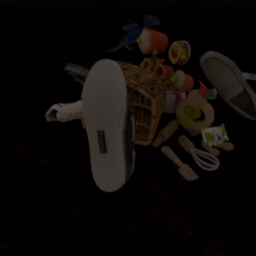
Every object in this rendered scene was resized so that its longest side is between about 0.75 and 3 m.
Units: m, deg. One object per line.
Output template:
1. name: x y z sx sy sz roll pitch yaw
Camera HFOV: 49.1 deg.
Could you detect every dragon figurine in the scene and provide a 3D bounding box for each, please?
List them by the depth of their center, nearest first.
1. dragon figurine: 0.130 -3.074 9.118 1.889 0.939 0.556 -13 29 2

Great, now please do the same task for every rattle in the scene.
1. rattle: 2.083 -0.796 7.844 1.230 1.722 1.121 -32 53 -33

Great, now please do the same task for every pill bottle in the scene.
1. pill bottle: 1.004 -0.937 9.127 1.560 0.855 0.855 5 31 -2

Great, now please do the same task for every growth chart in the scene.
1. growth chart: 2.383 0.209 7.713 0.814 0.072 0.589 -8 66 -19

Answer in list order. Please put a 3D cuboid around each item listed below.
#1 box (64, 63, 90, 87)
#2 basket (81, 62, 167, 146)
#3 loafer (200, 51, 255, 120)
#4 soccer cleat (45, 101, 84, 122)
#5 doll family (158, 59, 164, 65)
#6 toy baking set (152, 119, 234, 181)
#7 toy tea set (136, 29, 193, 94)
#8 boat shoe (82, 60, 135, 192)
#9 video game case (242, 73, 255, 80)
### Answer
1. box: -1.445 -1.789 10.479 1.597 1.269 0.367 24 80 33
2. basket: -0.185 -0.710 7.691 2.203 1.573 1.641 16 65 16
3. loafer: 3.194 -1.269 8.581 2.604 0.910 0.909 40 32 -14
4. soccer cleat: -1.376 -0.358 6.973 1.490 0.520 0.643 -5 26 26
5. doll family: 0.420 -1.667 9.853 2.041 1.267 0.920 -19 59 32
6. toy baking set: 1.710 0.406 7.620 1.968 0.298 2.564 21 37 31
7. toy tea set: 0.915 -1.920 8.060 0.937 1.506 2.533 -3 28 -28
8. boat shoe: -0.339 -0.051 5.975 0.957 2.708 0.862 5 11 28
9. video game case: 5.402 -2.267 12.375 0.856 0.077 0.613 11 32 18
